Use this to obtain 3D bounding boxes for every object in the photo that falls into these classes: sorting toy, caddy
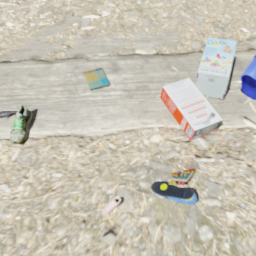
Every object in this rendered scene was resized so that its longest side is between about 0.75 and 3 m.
[{"bbox_3d":[1.825,1.641,9.771,0.648,0.227,1.344,0,14,31],"label":"sorting toy"},{"bbox_3d":[5.852,-1.974,11.469,1.986,2.809,1.474,38,91,28],"label":"caddy"}]

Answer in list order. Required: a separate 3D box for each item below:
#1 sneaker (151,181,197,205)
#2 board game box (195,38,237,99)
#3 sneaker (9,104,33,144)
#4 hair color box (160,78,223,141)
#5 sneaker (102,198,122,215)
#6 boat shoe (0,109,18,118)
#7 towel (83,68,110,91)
[{"bbox_3d":[1.532,2.261,9.489,1.625,0.637,0.535,8,55,34],"label":"sneaker"},{"bbox_3d":[4.024,-2.760,12.870,1.353,1.328,2.579,13,54,16],"label":"board game box"},{"bbox_3d":[-4.395,-0.202,11.236,0.711,0.819,1.849,0,51,0],"label":"sneaker"},{"bbox_3d":[2.545,-0.816,11.618,1.374,0.792,2.478,-20,58,-17],"label":"hair color box"},{"bbox_3d":[-0.549,2.564,9.307,0.756,0.395,0.285,-28,58,-19],"label":"sneaker"},{"bbox_3d":[-5.226,-0.591,11.936,1.188,0.431,0.372,-5,94,-10],"label":"boat shoe"},{"bbox_3d":[-1.526,-2.343,13.396,0.994,0.147,1.356,-16,52,-13],"label":"towel"}]
